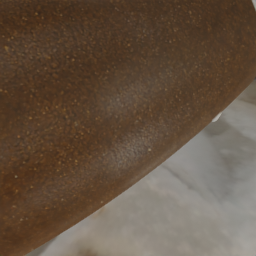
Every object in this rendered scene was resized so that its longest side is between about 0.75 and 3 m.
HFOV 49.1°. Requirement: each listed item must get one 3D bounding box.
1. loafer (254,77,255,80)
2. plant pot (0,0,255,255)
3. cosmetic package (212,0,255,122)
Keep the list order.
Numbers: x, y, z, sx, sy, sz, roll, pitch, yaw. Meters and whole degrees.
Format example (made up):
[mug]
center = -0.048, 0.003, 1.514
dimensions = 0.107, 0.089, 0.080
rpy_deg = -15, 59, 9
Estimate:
[loafer]
center = 3.944, -1.680, 8.797
dimensions = 0.887, 0.319, 0.279
rpy_deg = 5, 38, -7
[plant pot]
center = -0.242, -0.537, 3.121
dimensions = 2.972, 2.777, 2.777
rpy_deg = -22, 44, -7
[cosmetic package]
center = 0.998, -2.003, 4.544
dimensions = 2.600, 2.608, 1.603
rpy_deg = 31, 29, 7
